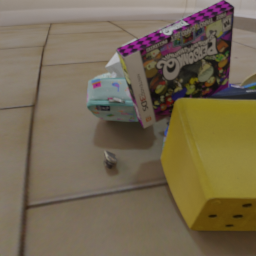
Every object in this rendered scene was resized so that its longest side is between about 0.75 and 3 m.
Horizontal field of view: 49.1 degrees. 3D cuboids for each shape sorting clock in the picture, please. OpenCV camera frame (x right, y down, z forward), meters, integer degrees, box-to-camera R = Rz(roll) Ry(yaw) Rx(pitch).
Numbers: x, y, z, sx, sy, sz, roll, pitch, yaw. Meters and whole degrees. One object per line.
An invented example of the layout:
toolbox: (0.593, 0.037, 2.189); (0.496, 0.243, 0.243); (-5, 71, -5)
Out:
shape sorting clock: (5.189, -1.157, 10.485); (2.104, 2.104, 0.413); (9, 33, 15)

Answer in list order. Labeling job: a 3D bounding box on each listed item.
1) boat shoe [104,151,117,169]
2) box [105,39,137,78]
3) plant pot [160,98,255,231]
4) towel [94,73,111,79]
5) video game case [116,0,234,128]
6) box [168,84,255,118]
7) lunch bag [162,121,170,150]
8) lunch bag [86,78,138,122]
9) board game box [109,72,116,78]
boat shoe: (-0.611, 0.981, 8.611); (0.400, 0.394, 1.075); (26, 4, -8)
box: (0.145, -2.650, 12.159); (1.049, 1.597, 1.606); (-9, 42, 47)
plant pot: (2.282, 1.018, 6.550); (2.539, 2.538, 2.239); (1, 50, -3)
towel: (-0.166, -2.180, 13.972); (2.377, 0.669, 2.777); (-16, 34, -25)
video game case: (1.318, -1.473, 7.159); (2.811, 2.548, 0.503); (-26, 50, -5)
box: (2.859, -0.911, 9.857); (2.954, 1.165, 2.085); (-9, 27, -34)
lunch bag: (2.385, 0.332, 9.348); (2.424, 0.916, 1.942); (14, 31, 21)
lunch bag: (-0.198, -0.917, 10.021); (2.282, 1.097, 2.845); (4, -7, 4)
board game box: (-0.847, -1.752, 11.448); (0.175, 1.014, 0.640); (32, 28, -13)
